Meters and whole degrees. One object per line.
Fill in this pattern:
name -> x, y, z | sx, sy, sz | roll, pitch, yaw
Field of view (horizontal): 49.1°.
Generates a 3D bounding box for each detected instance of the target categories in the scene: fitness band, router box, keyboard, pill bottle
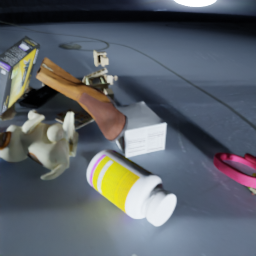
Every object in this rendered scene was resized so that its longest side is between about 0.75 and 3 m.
fitness band -> 3.681, 1.274, 8.859 | 1.487, 0.387, 2.071 | -7, 22, -26
router box -> -2.511, -1.102, 6.069 | 0.383, 1.468, 1.154 | 32, 46, -7
keyboard -> -4.542, -1.621, 14.340 | 1.509, 0.322, 2.513 | 14, 31, 11
pill bottle -> 0.060, 1.608, 7.653 | 1.269, 1.269, 2.434 | -26, 38, -37

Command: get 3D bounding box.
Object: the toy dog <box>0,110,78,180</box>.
toy dog -> -3.083, 0.610, 9.377 | 2.463, 1.718, 2.388 | 3, 65, 3

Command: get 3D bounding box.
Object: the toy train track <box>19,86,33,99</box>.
toy train track -> -6.405, -1.853, 14.569 | 2.895, 0.471, 1.660 | -22, 36, -33

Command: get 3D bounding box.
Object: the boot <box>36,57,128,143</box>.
boot -> -1.336, -0.902, 8.088 | 2.704, 0.926, 2.545 | 34, 22, -31

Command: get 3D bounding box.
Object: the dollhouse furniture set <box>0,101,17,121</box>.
dollhouse furniture set -> -5.989, -0.609, 12.162 | 1.958, 1.231, 2.213 | -30, 34, -2

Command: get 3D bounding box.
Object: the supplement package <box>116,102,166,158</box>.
supplement package -> 0.263, -0.007, 10.647 | 1.566, 1.115, 2.011 | -11, 31, -18

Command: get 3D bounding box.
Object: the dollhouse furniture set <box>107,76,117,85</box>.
dollhouse furniture set -> -1.088, -2.789, 16.530 | 0.845, 0.484, 0.991 | 1, 6, 1

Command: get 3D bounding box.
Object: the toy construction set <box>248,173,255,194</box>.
toy construction set -> 4.009, 1.765, 8.225 | 0.726, 0.510, 1.108 | -17, 23, -28

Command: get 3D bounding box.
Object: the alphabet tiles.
alphabet tiles -> -2.373, -0.477, 12.551 | 1.665, 0.063, 1.392 | 23, 37, 34

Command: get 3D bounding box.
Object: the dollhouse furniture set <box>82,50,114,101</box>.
dollhouse furniture set -> -1.604, -2.584, 14.171 | 1.331, 2.118, 2.394 | -7, 29, -11

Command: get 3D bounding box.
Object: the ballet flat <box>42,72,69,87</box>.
ballet flat -> -4.172, -2.917, 16.354 | 0.778, 0.535, 2.310 | 15, 33, 24
